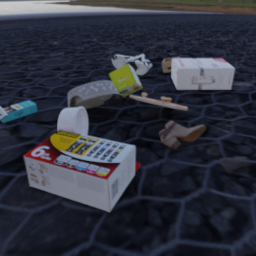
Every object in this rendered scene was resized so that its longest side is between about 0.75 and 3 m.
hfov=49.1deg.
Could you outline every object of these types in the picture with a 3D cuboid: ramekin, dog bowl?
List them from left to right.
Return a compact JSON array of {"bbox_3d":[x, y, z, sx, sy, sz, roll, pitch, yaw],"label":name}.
[{"bbox_3d":[-1.748,-0.058,8.888,0.605,1.240,1.240,2,28,11],"label":"ramekin"},{"bbox_3d":[-1.361,-1.228,10.638,2.020,0.592,2.020,-16,-2,-1],"label":"dog bowl"}]

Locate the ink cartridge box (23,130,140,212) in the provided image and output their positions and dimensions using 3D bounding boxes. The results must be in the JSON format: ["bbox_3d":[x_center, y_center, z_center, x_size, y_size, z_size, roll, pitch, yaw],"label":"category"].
[{"bbox_3d":[-1.079,0.871,7.396,2.364,0.991,2.076,11,29,21],"label":"ink cartridge box"}]

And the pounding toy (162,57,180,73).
[{"bbox_3d":[2.573,-3.425,15.774,1.177,0.837,1.083,-3,26,17],"label":"pounding toy"}]

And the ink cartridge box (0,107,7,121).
[{"bbox_3d":[-4.752,-0.503,9.129,1.128,1.130,0.229,-39,5,-1],"label":"ink cartridge box"}]

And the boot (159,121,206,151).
[{"bbox_3d":[1.653,0.099,8.937,1.343,0.472,0.982,-35,46,-3],"label":"boot"}]

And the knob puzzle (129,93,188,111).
[{"bbox_3d":[1.276,-0.989,10.295,2.348,0.326,2.348,12,8,-2],"label":"knob puzzle"}]

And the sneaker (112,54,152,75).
[{"bbox_3d":[0.325,-3.759,16.094,2.308,0.921,1.502,16,31,27],"label":"sneaker"}]

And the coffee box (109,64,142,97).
[{"bbox_3d":[-0.099,-2.041,12.173,0.967,0.969,0.958,-26,-12,14],"label":"coffee box"}]

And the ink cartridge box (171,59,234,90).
[{"bbox_3d":[3.586,-2.708,13.917,2.666,1.103,1.953,0,28,0],"label":"ink cartridge box"}]

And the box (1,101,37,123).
[{"bbox_3d":[-4.342,-0.654,10.915,0.579,0.346,1.408,24,37,38],"label":"box"}]
